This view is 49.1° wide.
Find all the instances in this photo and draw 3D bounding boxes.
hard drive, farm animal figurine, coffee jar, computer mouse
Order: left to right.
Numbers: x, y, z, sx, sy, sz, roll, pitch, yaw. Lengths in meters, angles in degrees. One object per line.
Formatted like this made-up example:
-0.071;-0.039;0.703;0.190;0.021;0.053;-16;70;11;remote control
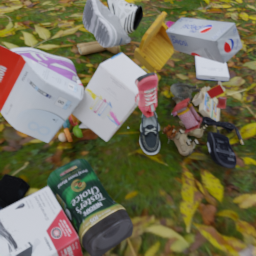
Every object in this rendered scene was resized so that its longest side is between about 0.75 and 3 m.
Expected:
-1.105;2.201;7.931;1.428;1.168;2.737;-27;50;-25;coffee jar
2.023;0.141;10.423;1.464;0.911;1.812;35;47;6;farm animal figurine
4.207;-3.153;14.230;1.503;0.289;2.278;5;44;5;hard drive
3.511;0.638;10.146;1.625;0.533;2.314;10;45;-18;computer mouse

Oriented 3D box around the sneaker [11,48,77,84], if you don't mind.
-3.073;-1.931;9.887;2.690;0.975;1.534;1;51;-28;sneaker

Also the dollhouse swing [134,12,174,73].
1.176;-3.059;10.136;1.440;1.393;1.585;41;76;-14;dollhouse swing

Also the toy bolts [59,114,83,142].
-2.350;-0.146;10.587;0.849;1.169;1.224;-20;29;-11;toy bolts

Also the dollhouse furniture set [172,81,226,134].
2.083;-0.548;7.862;1.488;0.801;0.605;-28;14;36;dollhouse furniture set

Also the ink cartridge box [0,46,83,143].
-2.893;-0.844;7.529;2.702;2.163;0.639;25;42;-25;ink cartridge box

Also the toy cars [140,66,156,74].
0.978;-3.233;14.235;0.822;0.406;1.833;-1;43;-1;toy cars

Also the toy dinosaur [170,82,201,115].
2.342;-1.578;12.125;1.240;0.934;2.426;1;46;-10;toy dinosaur

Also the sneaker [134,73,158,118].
0.498;-0.714;6.378;0.533;1.447;0.628;-19;69;-7;sneaker

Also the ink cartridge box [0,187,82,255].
-2.782;3.023;7.115;2.612;1.094;1.885;-26;49;-25;ink cartridge box

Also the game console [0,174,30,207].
-4.571;1.997;8.787;2.598;0.313;1.533;14;45;12;game console

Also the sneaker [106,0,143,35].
-0.055;-5.056;11.747;1.450;0.951;2.519;-10;80;26;sneaker

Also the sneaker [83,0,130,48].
-0.789;-3.533;9.506;1.037;0.945;2.530;-4;54;-35;sneaker

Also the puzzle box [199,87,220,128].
3.339;-0.856;11.404;1.049;0.201;1.577;42;42;-20;puzzle box

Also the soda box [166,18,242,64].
2.190;-2.673;8.411;0.757;0.814;2.386;-42;36;-5;soda box

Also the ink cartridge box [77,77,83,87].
-2.596;-1.945;12.831;0.799;0.465;1.097;-17;47;-17;ink cartridge box

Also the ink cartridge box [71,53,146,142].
-0.495;-0.803;8.230;1.362;2.174;1.398;39;36;1;ink cartridge box

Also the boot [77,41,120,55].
-1.600;-4.282;15.212;1.996;0.660;1.748;-16;33;-18;boot

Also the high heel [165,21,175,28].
2.728;-5.835;16.750;1.080;0.758;2.251;-19;33;-5;high heel

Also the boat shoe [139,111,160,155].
0.790;0.085;10.561;0.786;0.627;2.080;-3;44;-4;boat shoe

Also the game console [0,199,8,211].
-4.192;2.646;7.886;0.925;0.189;1.568;24;64;21;game console
